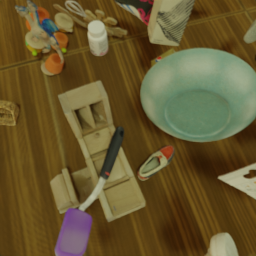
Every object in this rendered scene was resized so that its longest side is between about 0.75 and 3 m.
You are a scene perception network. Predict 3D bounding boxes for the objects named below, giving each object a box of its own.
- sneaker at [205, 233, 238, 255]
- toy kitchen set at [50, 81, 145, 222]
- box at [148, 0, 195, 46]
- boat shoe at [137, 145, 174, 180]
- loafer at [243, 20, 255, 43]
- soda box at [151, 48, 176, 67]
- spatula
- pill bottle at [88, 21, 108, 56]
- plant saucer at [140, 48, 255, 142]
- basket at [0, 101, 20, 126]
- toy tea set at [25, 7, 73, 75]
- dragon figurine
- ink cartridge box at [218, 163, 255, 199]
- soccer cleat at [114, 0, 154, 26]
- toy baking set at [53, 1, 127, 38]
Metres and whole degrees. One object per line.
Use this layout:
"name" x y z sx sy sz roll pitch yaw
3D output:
"sneaker" 1.510 2.741 5.387 1.204 2.083 0.768 -4 36 28
"toy kitchen set" -1.214 0.972 7.644 2.414 2.670 2.959 -21 63 -8
"box" 1.132 -3.135 6.966 0.862 2.098 0.717 3 53 -8
"boat shoe" 0.908 1.051 8.827 1.535 0.480 0.546 -38 69 -17
"loafer" 4.021 -3.125 8.480 0.455 0.454 1.302 39 108 -17
"soda box" 1.374 -1.033 7.124 0.654 1.930 0.618 -28 39 24
"spatula" -0.659 1.245 5.843 0.295 0.812 2.874 9 67 42
"pill bottle" -1.122 -3.303 10.370 0.694 1.224 0.694 0 68 -1
"plant saucer" 1.583 -0.453 6.380 2.759 2.759 0.531 12 48 5
"basket" -4.225 -0.506 9.441 0.885 0.632 0.660 5 65 3
"toy tea set" -3.120 -3.256 10.685 1.715 1.068 2.884 15 59 -26
"dragon figurine" -1.797 -2.077 6.118 0.438 1.490 0.741 -22 62 19
"ink cartridge box" 3.232 1.080 5.376 2.243 1.823 0.640 33 60 -5
"soccer cleat" 0.481 -3.882 8.981 2.161 0.933 0.755 39 112 11
"toy baking set" -1.311 -4.033 10.357 2.643 2.029 0.308 18 88 12
